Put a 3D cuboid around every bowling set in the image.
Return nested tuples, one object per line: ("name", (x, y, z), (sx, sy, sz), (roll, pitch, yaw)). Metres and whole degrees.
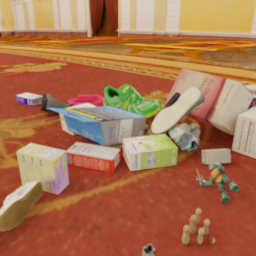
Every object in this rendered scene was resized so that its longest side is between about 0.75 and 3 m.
("bowling set", (1.464, 1.985, 5.536), (0.580, 0.447, 0.834), (14, 32, 27))

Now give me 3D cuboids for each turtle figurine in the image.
("turtle figurine", (2.212, 1.218, 6.974), (0.589, 0.876, 1.170), (-5, 38, -22))

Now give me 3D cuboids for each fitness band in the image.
("fitness band", (-2.011, -1.248, 13.411), (1.707, 0.319, 1.226), (-2, 26, -2))

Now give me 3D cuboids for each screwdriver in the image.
("screwdriver", (1.098, -0.416, 9.429), (0.270, 1.933, 0.281), (29, 24, -26))

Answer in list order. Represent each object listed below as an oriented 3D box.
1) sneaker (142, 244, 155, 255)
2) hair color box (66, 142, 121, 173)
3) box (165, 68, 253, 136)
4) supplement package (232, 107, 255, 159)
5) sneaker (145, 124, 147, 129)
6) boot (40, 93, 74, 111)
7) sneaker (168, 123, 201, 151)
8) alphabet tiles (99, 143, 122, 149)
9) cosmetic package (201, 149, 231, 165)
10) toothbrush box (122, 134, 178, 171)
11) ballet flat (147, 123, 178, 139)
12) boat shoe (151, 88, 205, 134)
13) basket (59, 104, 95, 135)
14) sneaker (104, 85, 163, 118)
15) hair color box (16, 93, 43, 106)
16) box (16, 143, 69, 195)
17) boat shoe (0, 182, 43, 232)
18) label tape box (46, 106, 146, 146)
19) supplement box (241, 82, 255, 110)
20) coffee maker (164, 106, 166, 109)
("sneaker", (0.286, 2.338, 4.727), (0.342, 0.526, 0.910), (5, 23, 9))
("hair color box", (-1.024, 0.854, 8.280), (1.467, 0.449, 0.745), (9, 24, 16))
("box", (2.785, -0.966, 9.843), (1.308, 1.535, 2.401), (23, 3, -45))
("supplement package", (4.528, 0.302, 8.503), (2.173, 1.275, 1.271), (22, 31, 40))
("sneaker", (0.151, -0.099, 10.683), (1.261, 0.444, 0.590), (6, -3, 34))
("boot", (-3.173, -1.027, 12.573), (1.351, 0.716, 2.053), (7, 17, -16))
("sneaker", (1.971, 0.362, 9.250), (0.773, 0.860, 1.993), (-32, -14, 29))
("alphabet tiles", (-0.593, 0.572, 9.440), (0.785, 0.057, 0.767), (18, 30, 35))
("cosmetic package", (2.594, 0.844, 8.258), (0.769, 0.411, 0.347), (-2, 1, -8))
("toothbrush box", (0.623, 0.711, 8.412), (1.424, 0.613, 1.037), (-7, 23, -12))
("ballet flat", (1.383, 0.029, 10.083), (0.805, 0.725, 2.138), (29, 37, 12))
("boat shoe", (1.597, -0.431, 8.894), (0.611, 1.979, 0.720), (23, 32, -44))
("basket", (-1.813, -0.335, 10.598), (1.311, 0.809, 0.889), (-21, 31, -38))
("sneaker", (0.044, -1.120, 11.716), (2.988, 1.248, 1.107), (13, 41, 35))
("hair color box", (-4.778, -1.383, 13.596), (1.173, 0.380, 0.641), (12, 25, 30))
("box", (-2.166, 1.030, 7.171), (1.134, 0.997, 0.548), (10, 25, 21))
("boat shoe", (-2.510, 1.719, 6.248), (0.524, 0.535, 1.511), (-1, 19, 17))
("label tape box", (-1.032, -0.109, 9.290), (1.963, 0.862, 2.723), (18, 17, 40))
("supplement box", (4.654, -0.871, 11.118), (2.668, 1.377, 1.747), (-20, 31, -39))
("coffee maker", (2.129, -0.808, 12.096), (0.920, 0.645, 0.958), (30, 33, 13))
